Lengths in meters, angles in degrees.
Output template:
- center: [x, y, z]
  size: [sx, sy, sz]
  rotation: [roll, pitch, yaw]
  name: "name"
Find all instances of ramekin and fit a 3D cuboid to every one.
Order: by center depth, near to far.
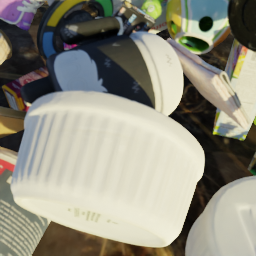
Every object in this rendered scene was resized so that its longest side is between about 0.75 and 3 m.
- center: [-0.330, 0.758, 3.935]
  size: [2.650, 2.650, 1.234]
  rotation: [10, 62, 10]
  name: "ramekin"
- center: [2.636, 2.311, 5.190]
  size: [2.922, 1.425, 2.922]
  rotation: [0, 44, 0]
  name: "ramekin"

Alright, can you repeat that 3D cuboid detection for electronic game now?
- center: [-1.350, -2.666, 7.501]
  size: [2.443, 2.443, 0.508]
  rotation: [-35, 72, -30]
  name: "electronic game"

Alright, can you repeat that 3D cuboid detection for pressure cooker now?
- center: [2.952, -2.365, 5.254]
  size: [1.603, 1.578, 1.795]
  rotation: [22, 48, 39]
  name: "pressure cooker"

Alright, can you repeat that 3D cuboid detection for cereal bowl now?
- center: [-1.959, -4.381, 8.185]
  size: [0.902, 2.167, 2.167]
  rotation: [-3, 41, -31]
  name: "cereal bowl"

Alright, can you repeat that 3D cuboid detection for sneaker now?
- center: [-2.074, -3.193, 6.642]
  size: [2.878, 1.641, 1.043]
  rotation: [2, 13, 17]
  name: "sneaker"

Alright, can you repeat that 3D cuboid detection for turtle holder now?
- center: [1.752, -3.092, 7.537]
  size: [2.382, 1.810, 1.692]
  rotation: [23, 77, -31]
  name: "turtle holder"

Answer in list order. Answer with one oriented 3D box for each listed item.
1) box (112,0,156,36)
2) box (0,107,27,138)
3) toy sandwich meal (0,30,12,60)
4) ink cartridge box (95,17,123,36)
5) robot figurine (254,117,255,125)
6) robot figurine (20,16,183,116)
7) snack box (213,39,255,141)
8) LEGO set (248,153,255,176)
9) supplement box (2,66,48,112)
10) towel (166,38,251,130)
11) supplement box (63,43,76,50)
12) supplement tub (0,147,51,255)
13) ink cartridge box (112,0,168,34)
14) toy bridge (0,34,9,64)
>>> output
- center: [0.045, -2.531, 6.809]
  size: [0.912, 0.919, 0.228]
  rotation: [23, 61, -24]
  name: "box"
- center: [-2.754, -0.034, 4.926]
  size: [1.559, 1.907, 0.203]
  rotation: [-18, 80, 17]
  name: "box"
- center: [-3.984, -2.496, 8.180]
  size: [0.439, 1.281, 1.281]
  rotation: [-25, 40, 21]
  name: "toy sandwich meal"
- center: [-0.511, -2.009, 6.128]
  size: [0.618, 0.372, 0.851]
  rotation: [7, 61, 14]
  name: "ink cartridge box"
- center: [4.851, -0.091, 7.673]
  size: [2.423, 1.401, 2.125]
  rotation: [28, 30, 28]
  name: "robot figurine"
- center: [-0.419, -0.721, 5.360]
  size: [2.944, 2.212, 1.837]
  rotation: [-20, 44, -12]
  name: "robot figurine"
- center: [3.339, -1.555, 8.049]
  size: [1.005, 2.968, 2.503]
  rotation: [13, 46, 13]
  name: "snack box"
- center: [3.782, 0.981, 6.991]
  size: [1.083, 0.816, 1.409]
  rotation: [-13, 46, -13]
  name: "LEGO set"
- center: [-3.144, -1.238, 9.231]
  size: [0.681, 0.877, 1.589]
  rotation: [33, 53, 28]
  name: "supplement box"
- center: [1.637, -0.915, 5.728]
  size: [0.295, 1.832, 1.750]
  rotation: [-44, 43, 8]
  name: "towel"
- center: [-2.135, -3.406, 11.674]
  size: [0.600, 0.588, 1.161]
  rotation: [-32, 53, -29]
  name: "supplement box"
- center: [-2.778, 2.008, 5.010]
  size: [2.098, 2.098, 2.989]
  rotation: [13, 46, 13]
  name: "supplement tub"
- center: [0.068, -4.325, 8.796]
  size: [1.898, 2.612, 1.889]
  rotation: [-22, 60, 6]
  name: "ink cartridge box"
- center: [-1.734, -0.874, 3.311]
  size: [0.601, 0.243, 1.789]
  rotation: [-18, 38, 3]
  name: "toy bridge"
